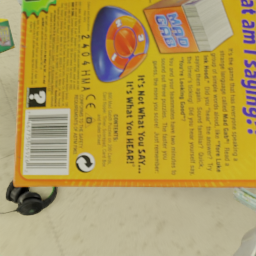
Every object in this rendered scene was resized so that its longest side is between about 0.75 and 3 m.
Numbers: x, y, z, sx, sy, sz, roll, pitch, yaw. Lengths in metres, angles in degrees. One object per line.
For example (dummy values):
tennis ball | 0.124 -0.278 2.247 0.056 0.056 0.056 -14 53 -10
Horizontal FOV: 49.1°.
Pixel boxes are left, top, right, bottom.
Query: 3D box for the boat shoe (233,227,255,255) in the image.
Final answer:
boat shoe | 1.687 1.743 3.783 0.337 0.397 1.092 54 35 12

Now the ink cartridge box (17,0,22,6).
ink cartridge box | -1.187 -3.328 5.952 2.466 0.502 2.471 -38 37 -8

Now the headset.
headset | -2.251 1.434 5.972 0.944 0.718 1.529 33 46 26

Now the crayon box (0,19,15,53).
crayon box | -3.314 -1.404 4.692 1.760 0.595 2.040 9 32 15

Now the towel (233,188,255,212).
towel | 2.205 1.295 4.650 0.944 0.808 0.227 30 86 26

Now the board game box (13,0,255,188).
board game box | 0.307 -0.603 4.340 2.807 2.807 2.809 -1 83 8
